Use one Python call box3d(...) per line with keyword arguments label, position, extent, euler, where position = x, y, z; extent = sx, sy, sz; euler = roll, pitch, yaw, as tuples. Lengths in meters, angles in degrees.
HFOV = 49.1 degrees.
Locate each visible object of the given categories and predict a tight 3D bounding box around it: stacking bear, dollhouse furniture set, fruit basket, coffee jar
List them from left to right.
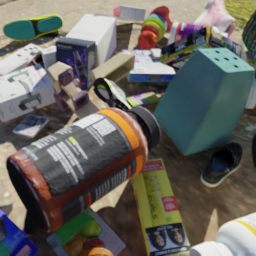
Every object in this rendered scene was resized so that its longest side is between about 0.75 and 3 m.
box3d(label="fruit basket", position=(-0.852, 2.348, 5.705), extent=(1.205, 0.565, 1.116), euler=(44, 59, 16))
box3d(label="dollhouse furniture set", position=(-0.457, -1.108, 7.858), extent=(2.747, 2.177, 1.950), euler=(-38, 73, -17))
box3d(label="stacking bear", position=(0.968, -3.840, 11.225), extent=(1.077, 1.150, 1.894), euler=(3, 49, 34))
box3d(label="coffee jar", position=(4.206, -2.312, 8.071), extent=(1.197, 1.463, 2.806), euler=(14, 46, -6))

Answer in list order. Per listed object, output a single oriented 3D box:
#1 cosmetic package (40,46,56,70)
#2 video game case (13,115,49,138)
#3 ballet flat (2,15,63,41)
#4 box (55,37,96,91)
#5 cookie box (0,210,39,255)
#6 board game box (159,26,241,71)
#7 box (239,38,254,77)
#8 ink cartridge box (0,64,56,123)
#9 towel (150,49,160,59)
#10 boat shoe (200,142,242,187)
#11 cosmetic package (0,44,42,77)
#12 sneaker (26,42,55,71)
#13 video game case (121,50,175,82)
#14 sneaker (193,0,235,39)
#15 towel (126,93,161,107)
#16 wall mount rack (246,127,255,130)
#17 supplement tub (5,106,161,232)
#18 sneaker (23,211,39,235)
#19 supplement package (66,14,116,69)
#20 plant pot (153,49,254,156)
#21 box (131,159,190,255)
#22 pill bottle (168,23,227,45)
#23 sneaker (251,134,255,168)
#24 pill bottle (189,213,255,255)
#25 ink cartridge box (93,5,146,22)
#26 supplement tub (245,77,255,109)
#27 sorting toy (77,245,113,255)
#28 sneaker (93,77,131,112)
box3d(label="cosmetic package", position=(-2.540, -2.149, 9.513), extent=(0.555, 1.094, 0.390), euler=(-21, 46, -20))
box3d(label="video game case", position=(-2.779, -0.059, 8.012), extent=(0.806, 0.093, 0.734), euler=(11, 49, 30))
box3d(label="ballet flat", position=(-4.012, -4.253, 11.871), extent=(2.543, 0.850, 0.852), euler=(-22, 28, -23))
box3d(label="box", position=(-1.697, -2.102, 9.134), extent=(1.101, 1.488, 0.776), euler=(11, 31, 11))
box3d(label="cookie box", position=(-3.254, 2.298, 5.409), extent=(2.222, 0.835, 1.900), euler=(28, 55, 26))
box3d(label="board game box", position=(2.223, -2.309, 8.787), extent=(1.614, 1.952, 0.554), euler=(11, 79, -33))
box3d(label="box", position=(4.788, -2.244, 9.703), extent=(1.759, 0.967, 2.000), euler=(8, 47, 8))
box3d(label="ink cartridge box", position=(-3.302, -1.133, 8.730), extent=(1.796, 0.755, 1.311), euler=(-25, 51, -18))
box3d(label="towel", position=(1.219, -2.668, 10.160), extent=(0.773, 0.133, 0.512), euler=(-4, 46, -21))
box3d(label="boat shoe", position=(2.432, 0.766, 7.032), extent=(1.728, 0.573, 0.646), euler=(-30, 52, -32))
box3d(label="cosmetic package", position=(-3.922, -2.330, 10.123), extent=(0.800, 0.491, 1.939), euler=(25, 51, 23))
box3d(label="sneaker", position=(-2.757, -2.602, 10.031), extent=(0.739, 0.786, 1.919), euler=(44, 61, -12))
box3d(label="video game case", position=(0.669, -2.211, 9.951), extent=(1.642, 0.373, 1.488), euler=(-2, 47, -14))
box3d(label="sneaker", position=(3.838, -4.479, 11.747), extent=(1.540, 1.109, 2.946), euler=(20, 56, 23))
box3d(label="towel", position=(0.496, -0.887, 8.874), extent=(0.992, 0.113, 0.712), euler=(-15, 31, -14))
box3d(label="wall mount rack", position=(4.025, 0.177, 7.394), extent=(1.424, 0.611, 1.639), euler=(42, 26, 30))
box3d(label="supplement tub", position=(-0.713, 0.600, 5.669), extent=(2.987, 1.598, 1.598), euler=(-29, 52, -31))
box3d(label="sneaker", position=(-1.531, 1.450, 6.247), extent=(0.903, 0.756, 2.041), euler=(20, 60, 7))
box3d(label="supplement package", position=(-1.322, -3.102, 10.324), extent=(1.270, 1.255, 2.095), euler=(12, 47, 11))
box3d(label="plant pot", position=(1.961, -0.765, 7.119), extent=(1.598, 2.261, 1.598), euler=(-11, 48, -30))
box3d(label="box", position=(0.630, 1.751, 6.141), extent=(0.842, 0.561, 2.237), euler=(-7, 46, -6))
box3d(label="pill bottle", position=(2.594, -3.269, 10.558), extent=(2.044, 1.149, 1.149), euler=(11, 47, 11))
box3d(label="sneaker", position=(3.956, 1.000, 6.864), extent=(1.220, 0.800, 2.120), euler=(-2, 53, -14))
box3d(label="pill bottle", position=(2.564, 2.287, 4.953), extent=(2.739, 1.545, 1.545), euler=(-13, 47, -13))
box3d(label="ink cartridge box", position=(-0.449, -4.790, 11.641), extent=(1.928, 0.484, 2.221), euler=(5, 19, -12))
box3d(label="supplement tub", position=(3.042, -1.149, 8.539), extent=(1.554, 1.127, 1.127), euler=(8, 47, 7))
box3d(label="sorting toy", position=(-1.211, 2.553, 4.780), extent=(2.417, 1.452, 0.992), euler=(9, 31, -17))
box3d(label="sneaker", position=(-0.236, -0.726, 8.046), extent=(1.794, 0.663, 0.726), euler=(56, 31, 7))
